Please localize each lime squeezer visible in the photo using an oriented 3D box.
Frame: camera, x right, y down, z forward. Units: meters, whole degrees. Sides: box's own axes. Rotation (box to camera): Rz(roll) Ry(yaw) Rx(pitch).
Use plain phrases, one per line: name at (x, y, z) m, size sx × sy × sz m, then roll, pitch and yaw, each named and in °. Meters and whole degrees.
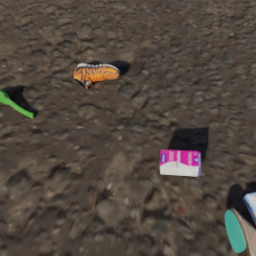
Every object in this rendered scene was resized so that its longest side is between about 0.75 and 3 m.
lime squeezer at (-4.357, -0.673, 8.817) m, size 2.784 × 0.525 × 0.983 m, roll -3°, pitch 83°, yaw -4°

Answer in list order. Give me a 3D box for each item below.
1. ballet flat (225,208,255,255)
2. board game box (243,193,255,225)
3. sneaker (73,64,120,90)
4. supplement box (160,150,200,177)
ballet flat at (2.678, 2.701, 6.067) m, size 0.654 × 0.662 × 1.946 m, roll 1°, pitch 59°, yaw -15°
board game box at (3.675, 2.256, 6.538) m, size 1.272 × 0.308 × 1.682 m, roll -10°, pitch 52°, yaw -7°
sneaker at (-1.109, -1.661, 9.472) m, size 1.598 × 0.620 × 0.895 m, roll 5°, pitch 56°, yaw 17°
supplement box at (1.306, 0.891, 7.059) m, size 0.980 × 0.506 × 0.496 m, roll 1°, pitch 62°, yaw 11°
